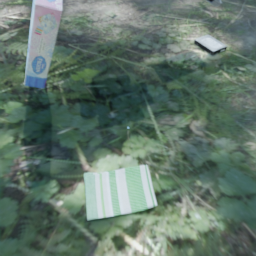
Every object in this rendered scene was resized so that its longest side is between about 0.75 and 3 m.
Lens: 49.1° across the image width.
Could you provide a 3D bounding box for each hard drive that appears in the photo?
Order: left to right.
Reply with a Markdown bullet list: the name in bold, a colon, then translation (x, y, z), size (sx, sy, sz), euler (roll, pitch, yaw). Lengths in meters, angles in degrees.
- **hard drive**: translation (3.520, -3.574, 12.024), size (0.822, 0.223, 1.177), euler (-24, 51, -21)

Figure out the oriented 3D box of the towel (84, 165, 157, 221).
- **towel**: translation (-0.230, 1.602, 7.222), size (1.746, 0.204, 1.332), euler (-7, 48, -7)

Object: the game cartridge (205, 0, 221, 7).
- **game cartridge**: translation (2.502, -5.303, 10.111), size (2.058, 0.416, 1.372), euler (10, 60, -37)

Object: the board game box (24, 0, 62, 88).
- **board game box**: translation (-2.330, -3.150, 7.735), size (0.642, 2.944, 2.958), euler (6, 61, -21)
